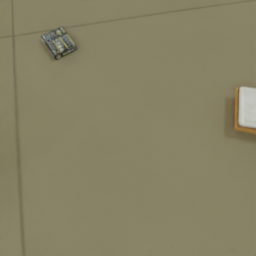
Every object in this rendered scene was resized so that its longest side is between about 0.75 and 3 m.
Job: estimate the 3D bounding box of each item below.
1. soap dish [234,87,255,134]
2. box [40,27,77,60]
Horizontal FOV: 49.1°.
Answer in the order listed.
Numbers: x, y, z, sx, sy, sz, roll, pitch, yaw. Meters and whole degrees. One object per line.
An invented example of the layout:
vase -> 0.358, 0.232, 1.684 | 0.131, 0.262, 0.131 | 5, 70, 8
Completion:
soap dish -> 4.431, -0.567, 9.935 | 1.330, 0.686, 1.690 | 9, 65, 4
box -> -2.849, -3.510, 11.539 | 1.024, 0.312, 1.270 | -32, 69, -13
